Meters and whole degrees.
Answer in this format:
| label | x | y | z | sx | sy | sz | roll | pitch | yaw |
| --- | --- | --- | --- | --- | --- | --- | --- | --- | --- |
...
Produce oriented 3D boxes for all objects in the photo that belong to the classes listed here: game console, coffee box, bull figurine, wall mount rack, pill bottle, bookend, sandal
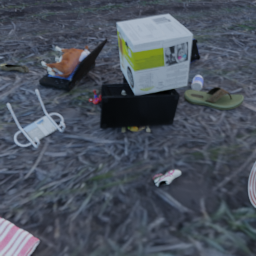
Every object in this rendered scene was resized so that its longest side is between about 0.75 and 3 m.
| label | x | y | z | sx | sy | sz | roll | pitch | yaw |
| --- | --- | --- | --- | --- | --- | --- | --- | --- | --- |
| game console | -2.700 | -3.298 | 13.869 | 2.633 | 1.742 | 2.994 | 13 | 40 | 15 |
| coffee box | 0.918 | -2.771 | 10.606 | 2.134 | 2.110 | 2.130 | -13 | 42 | -10 |
| bull figurine | -3.068 | -3.438 | 14.213 | 1.715 | 0.920 | 2.825 | 8 | 38 | 11 |
| wall mount rack | -3.419 | -0.315 | 10.435 | 1.822 | 0.782 | 2.097 | 49 | 53 | 5 |
| pill bottle | 3.327 | -2.165 | 13.436 | 0.504 | 0.504 | 0.899 | 11 | 39 | 14 |
| bookend | 0.092 | -1.438 | 11.519 | 2.969 | 1.376 | 2.988 | -3 | 37 | -15 |
| sandal | 3.749 | -1.386 | 12.266 | 2.543 | 0.726 | 1.010 | 8 | 39 | 10 |

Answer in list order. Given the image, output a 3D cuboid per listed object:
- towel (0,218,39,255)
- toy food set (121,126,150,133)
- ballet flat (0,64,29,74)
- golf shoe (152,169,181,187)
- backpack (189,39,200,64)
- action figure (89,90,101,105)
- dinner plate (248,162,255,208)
| label | x | y | z | sx | sy | sz | roll | pitch | yaw |
| --- | --- | --- | --- | --- | --- | --- | --- | --- | --- |
| towel | -3.781 | 3.004 | 7.017 | 2.545 | 0.381 | 1.862 | 19 | 41 | 22 |
| toy food set | 0.302 | -0.112 | 11.067 | 1.115 | 0.224 | 0.770 | 0 | 38 | 0 |
| ballet flat | -6.062 | -3.225 | 14.852 | 1.721 | 0.399 | 0.580 | 12 | 40 | 15 |
| golf shoe | 1.265 | 1.609 | 8.837 | 0.926 | 0.336 | 0.427 | -18 | 45 | -8 |
| backpack | 3.106 | -4.103 | 15.343 | 1.380 | 1.263 | 1.014 | -33 | 27 | -32 |
| action figure | -1.096 | -1.372 | 12.368 | 1.296 | 0.641 | 0.423 | -6 | 38 | -3 |
| dinner plate | 4.002 | 1.440 | 7.918 | 0.220 | 1.816 | 1.816 | 17 | 39 | -4 |
